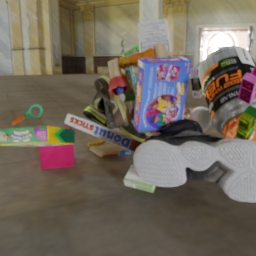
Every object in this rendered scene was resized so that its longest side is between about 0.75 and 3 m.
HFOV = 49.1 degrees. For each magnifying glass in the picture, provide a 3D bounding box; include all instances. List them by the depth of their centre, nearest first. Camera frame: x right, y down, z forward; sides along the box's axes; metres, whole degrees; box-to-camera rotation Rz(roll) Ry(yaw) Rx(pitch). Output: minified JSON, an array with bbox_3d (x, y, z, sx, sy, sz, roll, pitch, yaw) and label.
[{"bbox_3d":[-3.541,-0.432,9.814,1.152,0.458,0.129,-33,32,-26],"label":"magnifying glass"}]

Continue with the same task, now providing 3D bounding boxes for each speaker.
[{"bbox_3d":[0.155,-2.942,11.038,0.825,0.365,0.365,-19,-3,43],"label":"speaker"}]

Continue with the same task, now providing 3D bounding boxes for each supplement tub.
[{"bbox_3d":[3.287,-0.963,8.534,1.779,1.779,2.903,-1,52,-5],"label":"supplement tub"}]

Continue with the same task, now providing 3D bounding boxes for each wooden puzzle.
[{"bbox_3d":[-0.561,0.609,8.024,0.947,0.164,1.404,-11,17,-24],"label":"wooden puzzle"}]

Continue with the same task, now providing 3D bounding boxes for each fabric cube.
[{"bbox_3d":[-1.794,0.490,7.090,0.823,0.820,0.807,-4,14,-13],"label":"fabric cube"}]

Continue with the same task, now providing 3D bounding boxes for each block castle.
[{"bbox_3d":[0.543,-0.924,7.086,1.570,1.102,2.350,-15,-20,11],"label":"block castle"}]

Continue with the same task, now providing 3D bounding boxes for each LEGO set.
[{"bbox_3d":[2.721,-0.211,5.259,0.994,2.605,1.069,37,74,29],"label":"LEGO set"}]

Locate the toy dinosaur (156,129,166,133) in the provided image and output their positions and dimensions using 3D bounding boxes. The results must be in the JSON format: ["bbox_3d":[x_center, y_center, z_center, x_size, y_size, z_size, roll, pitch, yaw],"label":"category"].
[{"bbox_3d":[1.390,0.053,8.385,1.404,0.717,0.953,24,-8,35],"label":"toy dinosaur"}]

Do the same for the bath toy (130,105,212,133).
[{"bbox_3d":[1.391,-0.289,9.420,2.732,1.188,1.010,12,57,12],"label":"bath toy"}]

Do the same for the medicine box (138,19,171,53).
[{"bbox_3d":[0.811,-2.076,8.468,0.879,1.556,1.709,-4,58,6],"label":"medicine box"}]

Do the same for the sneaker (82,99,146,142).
[{"bbox_3d":[-0.217,-0.265,8.417,2.265,0.917,0.837,33,-9,-35],"label":"sneaker"}]

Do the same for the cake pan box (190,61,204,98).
[{"bbox_3d":[2.940,-1.977,11.388,0.340,1.198,1.301,6,30,38],"label":"cake pan box"}]

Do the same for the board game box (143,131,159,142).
[{"bbox_3d":[0.755,0.271,9.384,0.589,0.159,0.982,0,14,-14],"label":"board game box"}]

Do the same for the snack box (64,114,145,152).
[{"bbox_3d":[-0.315,0.254,7.261,2.727,0.331,0.980,21,-2,26],"label":"snack box"}]

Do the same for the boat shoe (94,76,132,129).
[{"bbox_3d":[-0.559,-0.695,7.100,0.656,0.741,2.023,-19,39,-14],"label":"boat shoe"}]

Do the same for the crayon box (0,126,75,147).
[{"bbox_3d":[-1.917,0.191,5.902,1.221,0.356,1.054,-4,-7,17],"label":"crayon box"}]

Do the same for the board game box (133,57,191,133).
[{"bbox_3d":[0.678,-0.677,5.797,1.009,1.501,0.336,-6,30,-18],"label":"board game box"}]

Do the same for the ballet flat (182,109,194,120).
[{"bbox_3d":[2.426,-0.490,11.746,1.696,0.586,0.603,-1,33,-5],"label":"ballet flat"}]

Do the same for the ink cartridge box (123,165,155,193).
[{"bbox_3d":[0.364,0.904,5.898,0.636,0.210,0.874,10,46,23],"label":"ink cartridge box"}]

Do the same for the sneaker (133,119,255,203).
[{"bbox_3d":[1.653,0.463,5.419,2.903,1.096,1.652,4,21,14],"label":"sneaker"}]

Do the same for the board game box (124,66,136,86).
[{"bbox_3d":[0.052,-1.764,9.104,0.182,0.776,0.586,-9,17,15],"label":"board game box"}]

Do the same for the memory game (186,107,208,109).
[{"bbox_3d":[3.638,-0.857,13.962,1.596,0.102,1.596,1,14,0],"label":"memory game"}]
